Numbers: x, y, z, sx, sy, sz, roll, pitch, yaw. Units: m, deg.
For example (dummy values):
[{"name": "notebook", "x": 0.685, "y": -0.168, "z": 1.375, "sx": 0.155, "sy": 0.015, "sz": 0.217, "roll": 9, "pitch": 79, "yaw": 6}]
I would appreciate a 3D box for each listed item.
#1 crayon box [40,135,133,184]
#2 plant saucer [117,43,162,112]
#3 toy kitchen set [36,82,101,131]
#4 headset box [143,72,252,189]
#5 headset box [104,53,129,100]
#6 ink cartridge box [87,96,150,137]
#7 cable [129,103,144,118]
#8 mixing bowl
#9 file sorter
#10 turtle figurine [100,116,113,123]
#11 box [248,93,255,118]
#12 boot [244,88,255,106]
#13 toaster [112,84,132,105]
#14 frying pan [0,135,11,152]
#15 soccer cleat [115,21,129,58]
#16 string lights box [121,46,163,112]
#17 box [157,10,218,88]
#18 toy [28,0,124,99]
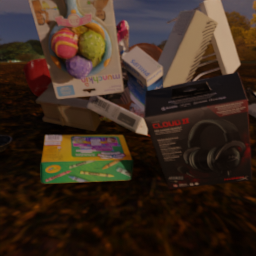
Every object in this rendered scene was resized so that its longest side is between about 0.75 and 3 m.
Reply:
[{"name": "crayon box", "x": -0.942, "y": 0.661, "z": 6.321, "sx": 1.916, "sy": 0.558, "sz": 1.138, "roll": 0, "pitch": 27, "yaw": -13}, {"name": "plant saucer", "x": 0.365, "y": -1.961, "z": 11.280, "sx": 2.925, "sy": 2.925, "sz": 0.472, "roll": 15, "pitch": 7, "yaw": 41}, {"name": "toy kitchen set", "x": -1.552, "y": -0.731, "z": 9.601, "sx": 1.953, "sy": 1.766, "sz": 2.164, "roll": 10, "pitch": 45, "yaw": 18}, {"name": "headset box", "x": 1.282, "y": 0.077, "z": 5.054, "sx": 1.612, "sy": 2.166, "sz": 0.837, "roll": -9, "pitch": 41, "yaw": 16}, {"name": "headset box", "x": -0.426, "y": -1.368, "z": 6.793, "sx": 0.432, "sy": 1.118, "sz": 0.832, "roll": -7, "pitch": -26, "yaw": -21}, {"name": "ink cartridge box", "x": -0.126, "y": -0.322, "z": 8.360, "sx": 1.623, "sy": 0.570, "sz": 1.997, "roll": 27, "pitch": 7, "yaw": 17}, {"name": "cable", "x": 0.918, "y": -0.348, "z": 8.789, "sx": 1.552, "sy": 1.552, "sz": 0.537, "roll": 13, "pitch": 62, "yaw": 26}, {"name": "mixing bowl", "x": -2.944, "y": -1.661, "z": 10.361, "sx": 1.817, "sy": 0.984, "sz": 1.817, "roll": -3, "pitch": -19, "yaw": -1}, {"name": "file sorter", "x": 2.555, "y": -2.877, "z": 9.559, "sx": 1.515, "sy": 2.432, "sz": 1.688, "roll": -12, "pitch": 18, "yaw": 38}, {"name": "turtle figurine", "x": -0.696, "y": -0.390, "z": 10.728, "sx": 1.148, "sy": 0.370, "sz": 0.925, "roll": -17, "pitch": 10, "yaw": -8}, {"name": "box", "x": 5.594, "y": -0.924, "z": 11.786, "sx": 0.948, "sy": 0.789, "sz": 2.307, "roll": 0, "pitch": 16, "yaw": 1}, {"name": "boot", "x": 3.550, "y": -1.025, "z": 9.069, "sx": 0.984, "sy": 1.130, "sz": 0.391, "roll": -38, "pitch": 19, "yaw": 52}, {"name": "toaster", "x": -0.102, "y": -1.402, "z": 10.165, "sx": 0.988, "sy": 0.648, "sz": 1.093, "roll": -44, "pitch": 31, "yaw": -23}, {"name": "frying pan", "x": -4.439, "y": 0.502, "z": 7.833, "sx": 2.255, "sy": 0.367, "sz": 1.364, "roll": -3, "pitch": 16, "yaw": -3}, {"name": "soccer cleat", "x": -0.326, "y": -2.847, "z": 11.088, "sx": 1.151, "sy": 2.667, "sz": 0.932, "roll": 20, "pitch": -9, "yaw": -29}, {"name": "string lights box", "x": 0.425, "y": -1.112, "z": 7.316, "sx": 0.542, "sy": 1.839, "sz": 0.945, "roll": -39, "pitch": 64, "yaw": -11}, {"name": "box", "x": 1.529, "y": -2.078, "z": 8.179, "sx": 0.837, "sy": 2.448, "sz": 1.006, "roll": 18, "pitch": 14, "yaw": -23}, {"name": "toy", "x": -0.992, "y": -1.689, "z": 5.369, "sx": 1.536, "sy": 2.667, "sz": 0.630, "roll": -5, "pitch": 32, "yaw": 3}]
